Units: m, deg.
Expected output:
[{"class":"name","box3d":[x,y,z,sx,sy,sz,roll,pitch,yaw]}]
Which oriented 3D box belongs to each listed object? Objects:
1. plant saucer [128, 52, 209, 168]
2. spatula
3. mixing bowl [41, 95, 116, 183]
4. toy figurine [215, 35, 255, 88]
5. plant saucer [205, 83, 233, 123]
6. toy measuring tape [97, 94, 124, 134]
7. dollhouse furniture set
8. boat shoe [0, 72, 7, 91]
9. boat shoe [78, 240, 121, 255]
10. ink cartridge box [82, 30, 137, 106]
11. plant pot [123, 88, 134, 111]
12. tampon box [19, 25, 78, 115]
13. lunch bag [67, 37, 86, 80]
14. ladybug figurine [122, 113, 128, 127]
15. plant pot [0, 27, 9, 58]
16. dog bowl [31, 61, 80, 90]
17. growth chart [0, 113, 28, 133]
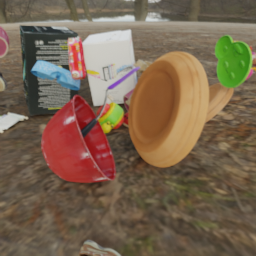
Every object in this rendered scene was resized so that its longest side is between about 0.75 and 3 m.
[{"class":"plant saucer","box3d":[0.742,-0.475,6.719,0.524,2.802,2.802,10,19,-27]},{"class":"spatula","box3d":[-0.685,-0.399,6.514,0.286,2.785,0.787,37,-3,-15]},{"class":"mixing bowl","box3d":[-1.174,0.403,6.164,1.088,2.008,2.008,-23,25,7]},{"class":"toy figurine","box3d":[3.379,-1.798,7.785,1.492,1.217,1.621,2,54,-24]},{"class":"plant saucer","box3d":[2.288,-0.715,8.558,1.944,0.314,1.944,-42,11,10]},{"class":"toy measuring tape","box3d":[-0.507,-0.630,9.146,0.873,0.873,2.372,2,34,4]},{"class":"dollhouse furniture set","box3d":[1.018,-1.268,9.361,1.428,1.220,2.755,44,26,22]},{"class":"boat shoe","box3d":[-4.566,-1.720,9.565,1.720,0.619,0.557,24,30,33]},{"class":"boat shoe","box3d":[-0.420,2.072,4.397,0.852,0.322,0.306,6,28,33]},{"class":"ink cartridge box","box3d":[-0.615,-2.323,10.769,1.718,2.375,1.749,-5,29,6]},{"class":"plant pot","box3d":[0.503,-0.986,9.837,1.137,1.270,1.270,-27,33,-16]},{"class":"tampon box","box3d":[-2.808,-2.091,9.942,1.709,2.707,2.029,-6,27,-23]},{"class":"lunch bag","box3d":[-1.092,-1.447,5.882,0.348,0.849,0.748,-7,7,-8]},{"class":"ladybug figurine","box3d":[0.114,-0.271,9.133,0.607,0.322,0.895,-20,29,-19]},{"class":"plant pot","box3d":[-3.576,-2.250,7.407,0.917,0.917,0.821,-16,38,-29]},{"class":"dog bowl","box3d":[-1.621,-1.202,6.430,1.137,0.282,0.633,20,-8,-25]},{"class":"growth chart","box3d":[-4.058,-0.196,9.163,0.912,0.112,1.260,16,31,18]}]
